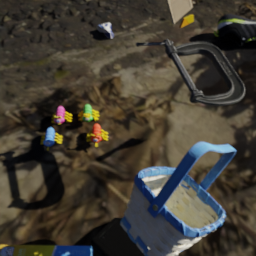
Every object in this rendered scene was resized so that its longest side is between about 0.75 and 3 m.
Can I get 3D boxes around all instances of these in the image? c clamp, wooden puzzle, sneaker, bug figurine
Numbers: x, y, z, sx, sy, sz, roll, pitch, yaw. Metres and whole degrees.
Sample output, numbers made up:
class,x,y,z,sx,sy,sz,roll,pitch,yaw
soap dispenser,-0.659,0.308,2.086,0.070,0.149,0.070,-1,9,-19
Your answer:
class,x,y,z,sx,sy,sz,roll,pitch,yaw
c clamp,1.385,-1.216,5.979,1.815,0.288,2.125,-16,59,-18
wooden puzzle,1.017,-2.553,5.655,0.133,1.141,0.770,25,57,41
sneaker,4.680,-3.657,11.098,2.556,0.916,1.058,13,86,6
bug figurine,-1.652,-0.051,8.437,2.012,0.518,1.560,-5,53,-3
sneaker,-0.830,-4.080,11.528,0.511,0.358,0.885,-36,60,-21

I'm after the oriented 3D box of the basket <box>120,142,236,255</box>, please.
class,x,y,z,sx,sy,sz,roll,pitch,yaw
basket,0.906,1.101,4.630,1.424,1.805,2.047,47,110,30

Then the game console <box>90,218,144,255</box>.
class,x,y,z,sx,sy,sz,roll,pitch,yaw
game console,-0.487,3.243,5.807,1.737,0.355,2.945,37,50,24

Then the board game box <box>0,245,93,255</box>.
class,x,y,z,sx,sy,sz,roll,pitch,yaw
board game box,-1.848,3.361,5.961,2.076,0.419,1.588,0,53,0
